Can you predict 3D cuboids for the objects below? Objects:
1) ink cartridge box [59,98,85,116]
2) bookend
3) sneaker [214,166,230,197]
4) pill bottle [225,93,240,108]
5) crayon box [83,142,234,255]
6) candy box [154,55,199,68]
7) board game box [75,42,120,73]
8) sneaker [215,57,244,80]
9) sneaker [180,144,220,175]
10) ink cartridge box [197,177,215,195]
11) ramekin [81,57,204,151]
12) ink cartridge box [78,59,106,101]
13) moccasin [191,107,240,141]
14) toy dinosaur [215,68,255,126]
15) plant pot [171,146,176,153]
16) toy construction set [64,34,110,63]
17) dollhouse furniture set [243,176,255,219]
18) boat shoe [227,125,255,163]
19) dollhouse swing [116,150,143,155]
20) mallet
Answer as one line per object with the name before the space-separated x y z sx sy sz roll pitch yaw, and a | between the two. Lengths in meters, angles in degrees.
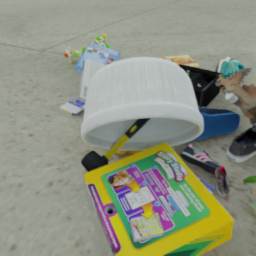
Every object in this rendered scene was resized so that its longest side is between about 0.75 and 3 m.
ink cartridge box | -2.056 -0.793 10.914 0.878 0.206 0.868 24 41 26
bookend | 2.572 -1.739 11.656 2.031 0.935 2.018 21 39 29
sneaker | 2.423 1.378 7.184 0.325 0.301 0.805 -5 62 -6
pill bottle | 4.046 -1.051 10.340 0.836 0.473 0.473 23 29 -18
crayon box | 0.509 1.717 6.290 2.338 0.790 2.710 -20 39 -13
candy box | 1.946 -2.904 13.600 2.543 0.703 1.468 -7 34 -10
board game box | -1.429 -3.231 13.596 1.629 0.394 2.154 19 47 -2
sneaker | 4.684 -2.634 13.009 1.063 1.034 2.669 28 42 23
sneaker | 2.209 0.878 7.994 1.342 0.471 0.550 28 63 25
ink cartridge box | 1.626 1.729 7.029 0.679 0.239 1.138 30 48 30
ramekin | 0.305 -0.487 6.908 2.901 2.901 1.523 -2 73 -3
ink cartridge box | -1.063 -1.577 9.830 1.210 1.394 0.304 10 -8 -28
moccasin | 2.277 -0.146 9.293 2.897 1.166 0.988 3 16 -21
toy dinosaur | 3.721 -1.029 8.643 2.407 1.033 1.631 7 48 -59
plant pot | 1.035 0.686 8.279 0.793 0.793 0.847 -21 50 -28
toy construction set | -2.084 -4.097 14.954 2.603 1.199 1.707 -20 62 -15
dollhouse furniture set | 3.106 1.636 6.507 0.530 1.061 0.410 -19 -6 -20
boat shoe | 3.905 0.300 8.737 2.264 0.750 0.792 -21 41 -29
dollhouse swing | -0.030 0.009 9.541 2.095 1.842 1.904 -21 81 -29
mallet | -0.014 0.406 7.601 2.704 0.557 0.891 -39 75 -1
